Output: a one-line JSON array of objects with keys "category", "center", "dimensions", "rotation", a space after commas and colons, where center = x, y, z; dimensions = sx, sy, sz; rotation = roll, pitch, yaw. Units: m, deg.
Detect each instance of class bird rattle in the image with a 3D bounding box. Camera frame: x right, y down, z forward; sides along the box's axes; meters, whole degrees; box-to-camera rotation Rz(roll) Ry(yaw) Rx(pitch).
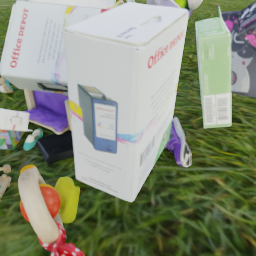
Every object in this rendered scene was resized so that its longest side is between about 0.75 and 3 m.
[{"category": "bird rattle", "center": [-1.502, 1.609, 4.975], "dimensions": [1.205, 1.744, 2.139], "rotation": [-23, 26, -3]}]

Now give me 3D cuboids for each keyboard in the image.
[{"category": "keyboard", "center": [-1.026, 0.368, 8.096], "dimensions": [2.861, 0.367, 1.718], "rotation": [-19, 30, -26]}]

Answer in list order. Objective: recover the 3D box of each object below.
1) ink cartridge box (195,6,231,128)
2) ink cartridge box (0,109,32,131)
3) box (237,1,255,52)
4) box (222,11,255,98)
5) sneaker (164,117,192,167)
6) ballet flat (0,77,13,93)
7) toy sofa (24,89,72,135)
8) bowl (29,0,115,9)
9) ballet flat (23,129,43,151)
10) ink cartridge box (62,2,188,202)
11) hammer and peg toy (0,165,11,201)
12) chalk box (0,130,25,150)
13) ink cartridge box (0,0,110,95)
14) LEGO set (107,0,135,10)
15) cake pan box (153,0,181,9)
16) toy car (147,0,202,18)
[{"category": "ink cartridge box", "center": [1.967, -1.540, 6.534], "dimensions": [0.654, 1.984, 2.726], "rotation": [-5, 32, 14]}, {"category": "ink cartridge box", "center": [-2.266, -0.161, 5.082], "dimensions": [0.627, 0.364, 1.077], "rotation": [8, -2, 15]}, {"category": "box", "center": [3.375, -2.160, 6.298], "dimensions": [1.527, 1.009, 0.876], "rotation": [31, 62, -20]}, {"category": "box", "center": [3.597, -2.183, 8.101], "dimensions": [1.321, 2.303, 1.522], "rotation": [-16, 25, -32]}, {"category": "sneaker", "center": [1.278, 0.464, 7.803], "dimensions": [0.763, 0.737, 1.828], "rotation": [-23, 31, 10]}, {"category": "ballet flat", "center": [-4.987, -1.650, 11.318], "dimensions": [0.447, 0.483, 1.370], "rotation": [-38, 39, -9]}, {"category": "toy sofa", "center": [-2.456, -0.663, 8.896], "dimensions": [2.312, 0.958, 1.128], "rotation": [18, 32, 37]}, {"category": "bowl", "center": [-1.928, -3.662, 9.340], "dimensions": [2.640, 2.636, 0.985], "rotation": [13, -7, -17]}, {"category": "ballet flat", "center": [-2.801, 0.295, 8.215], "dimensions": [0.302, 0.316, 0.897], "rotation": [8, 33, 13]}, {"category": "ink cartridge box", "center": [0.040, -0.494, 4.840], "dimensions": [1.217, 2.781, 2.021], "rotation": [19, 40, 18]}, {"category": "hammer and peg toy", "center": [-3.174, 1.306, 6.571], "dimensions": [0.742, 0.356, 1.009], "rotation": [0, 32, 2]}, {"category": "chalk box", "center": [-3.605, 0.129, 8.065], "dimensions": [0.760, 0.754, 1.217], "rotation": [1, 32, 2]}, {"category": "ink cartridge box", "center": [-1.596, -2.037, 7.504], "dimensions": [2.900, 2.113, 1.201], "rotation": [8, -9, 4]}, {"category": "LEGO set", "center": [-0.357, -3.339, 8.630], "dimensions": [0.685, 1.490, 0.555], "rotation": [19, 33, -34]}, {"category": "cake pan box", "center": [1.061, -3.736, 8.258], "dimensions": [1.424, 0.372, 1.311], "rotation": [41, 23, -5]}, {"category": "toy car", "center": [1.724, -4.479, 9.765], "dimensions": [1.800, 1.542, 2.057], "rotation": [2, 58, 21]}]
